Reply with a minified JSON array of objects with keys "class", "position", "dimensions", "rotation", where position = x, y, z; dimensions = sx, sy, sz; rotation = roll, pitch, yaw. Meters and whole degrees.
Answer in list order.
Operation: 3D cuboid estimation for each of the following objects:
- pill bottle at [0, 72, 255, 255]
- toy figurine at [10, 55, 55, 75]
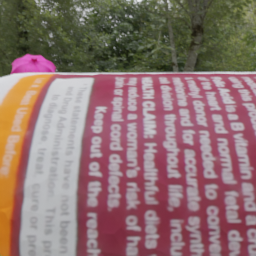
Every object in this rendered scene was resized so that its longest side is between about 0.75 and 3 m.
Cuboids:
[{"class":"pill bottle","position":[0.666,0.458,1.614],"dimensions":[2.697,1.540,1.540],"rotation":[0,8,2]},{"class":"toy figurine","position":[-2.815,-0.933,8.366],"dimensions":[1.949,2.390,2.597],"rotation":[-5,9,-32]}]
